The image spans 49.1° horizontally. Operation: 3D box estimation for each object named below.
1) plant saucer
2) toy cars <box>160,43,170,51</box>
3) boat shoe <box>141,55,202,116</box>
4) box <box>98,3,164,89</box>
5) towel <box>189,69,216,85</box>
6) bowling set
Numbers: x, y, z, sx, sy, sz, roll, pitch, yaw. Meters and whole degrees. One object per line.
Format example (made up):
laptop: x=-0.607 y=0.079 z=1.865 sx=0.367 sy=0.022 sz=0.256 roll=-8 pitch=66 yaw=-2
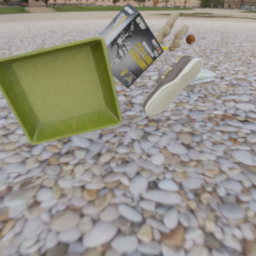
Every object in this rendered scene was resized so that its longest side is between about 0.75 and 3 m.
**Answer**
plant saucer: x=-1.800 y=-1.031 z=7.761 sx=2.876 sy=2.872 sz=0.689 roll=-13 pitch=42 yaw=-2
toy cars: x=1.582 y=-3.764 z=13.096 sx=0.673 sy=0.333 sz=1.502 roll=-22 pitch=17 yaw=22
boat shoe: x=1.081 y=-1.184 z=7.521 sx=2.097 sy=0.753 sz=0.624 roll=-45 pitch=55 yaw=-11
box: x=-0.004 y=-3.066 z=11.131 sx=0.703 sy=2.303 sz=2.908 roll=48 pitch=8 yaw=28
towel: x=4.127 y=-3.320 z=17.649 sx=2.204 sy=0.531 sz=1.887 roll=-14 pitch=30 yaw=-25
bowling set: x=2.204 y=-4.126 z=13.079 sx=1.764 sy=1.360 sz=2.534 roll=29 pitch=0 yaw=-4
